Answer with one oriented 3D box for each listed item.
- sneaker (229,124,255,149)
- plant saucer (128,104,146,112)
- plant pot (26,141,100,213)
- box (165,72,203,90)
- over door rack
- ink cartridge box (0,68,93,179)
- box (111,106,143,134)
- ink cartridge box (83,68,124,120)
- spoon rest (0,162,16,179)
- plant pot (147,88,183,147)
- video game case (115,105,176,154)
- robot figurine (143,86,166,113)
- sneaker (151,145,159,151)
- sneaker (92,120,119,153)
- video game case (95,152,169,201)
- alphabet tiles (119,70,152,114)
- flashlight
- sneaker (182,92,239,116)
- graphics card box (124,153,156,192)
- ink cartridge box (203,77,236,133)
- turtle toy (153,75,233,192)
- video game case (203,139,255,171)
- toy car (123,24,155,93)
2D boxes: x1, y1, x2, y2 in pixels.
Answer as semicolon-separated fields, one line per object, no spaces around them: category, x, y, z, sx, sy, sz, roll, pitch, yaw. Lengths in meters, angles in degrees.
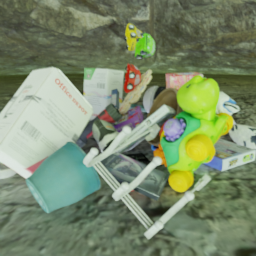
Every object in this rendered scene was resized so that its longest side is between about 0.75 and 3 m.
sneaker;4.970;0.301;10.527;1.334;0.818;2.050;-12;19;-42
plant saucer;0.534;-1.181;16.750;1.810;0.248;1.810;8;10;-1
plant pot;-1.529;1.202;6.352;1.261;1.342;1.342;-34;31;-29
box;2.252;-0.908;11.450;1.339;2.610;1.236;-2;15;2
over door rack;0.647;0.868;6.348;2.073;0.934;2.805;47;35;17
ink cartridge box;-2.287;-0.045;7.445;1.051;1.861;2.540;3;56;38
box;-0.281;-0.191;11.523;1.763;0.504;2.576;-23;10;9
ink cartridge box;-1.315;-1.651;14.233;1.895;2.607;1.141;13;12;42
spoon rest;-3.551;0.777;8.697;1.397;0.852;2.812;2;14;7
plant pot;1.487;-0.270;9.606;0.942;2.041;2.041;18;8;-22
video game case;0.524;0.086;8.690;2.116;0.272;2.327;-39;-9;12
robot figurine;2.098;-1.294;14.744;2.656;1.657;1.996;12;13;25
sneaker;1.150;0.485;10.316;0.784;0.565;1.493;-4;17;-14
sneaker;-0.679;0.260;9.135;0.884;0.949;2.392;-33;-8;-8
video game case;0.062;1.060;6.651;1.680;0.159;1.200;21;20;13
alphabet tiles;0.253;-1.501;11.870;0.157;2.155;2.107;36;-13;-14
flashlight;-1.153;-0.013;10.019;2.023;0.685;0.687;-41;-1;7
sneaker;2.599;-0.330;8.571;1.524;2.081;0.838;4;56;30
graphics card box;0.160;1.202;7.876;1.075;0.436;1.714;-4;17;-16
ink cartridge box;3.609;-1.038;12.303;0.535;2.885;1.366;-41;23;-5
turtle toy;1.667;0.090;7.344;1.500;2.967;2.162;34;38;21
video game case;2.968;0.814;9.385;1.634;0.410;1.802;-9;17;-31
toy car;0.461;-2.891;10.833;0.643;2.885;2.715;1;-1;-16
